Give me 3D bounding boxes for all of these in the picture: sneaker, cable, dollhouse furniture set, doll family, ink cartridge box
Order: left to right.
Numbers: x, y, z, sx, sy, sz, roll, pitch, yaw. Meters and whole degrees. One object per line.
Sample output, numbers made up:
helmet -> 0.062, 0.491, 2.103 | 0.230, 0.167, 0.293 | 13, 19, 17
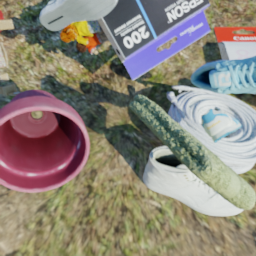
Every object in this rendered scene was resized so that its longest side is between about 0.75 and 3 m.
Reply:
dollhouse furniture set -> -3.463, -1.724, 7.262 | 0.854, 1.929, 1.000 | 11, 27, 37
sneaker -> -1.153, -2.893, 6.323 | 2.237, 0.817, 0.792 | -1, 65, 34
doll family -> -1.423, -3.246, 7.870 | 1.487, 1.079, 2.396 | -18, 85, 20
ink cartridge box -> 0.671, -3.095, 7.352 | 2.802, 2.828, 0.614 | -34, 25, -3
sneaker -> 1.794, 1.347, 7.107 | 2.846, 1.644, 1.048 | 14, 58, 8
cable -> 2.493, 0.044, 8.018 | 2.860, 0.990, 2.860 | 6, 44, -9
sneaker -> 1.885, -0.119, 5.724 | 0.579, 1.514, 0.611 | -36, 78, 21
sneaker -> 2.519, -1.132, 6.519 | 1.081, 2.639, 0.976 | -22, 104, -23
ink cartridge box -> 4.725, -3.106, 10.603 | 2.436, 0.855, 2.998 | 0, 61, 0

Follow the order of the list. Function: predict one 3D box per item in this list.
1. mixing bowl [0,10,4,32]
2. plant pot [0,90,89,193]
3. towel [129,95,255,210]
mixing bowl -> -5.525, -4.247, 11.004 | 0.924, 1.705, 1.705 | 3, 41, -53
plant pot -> -1.812, 0.072, 5.573 | 1.826, 1.826, 1.635 | -17, 33, -11
towel -> 1.069, 0.330, 5.038 | 0.452, 1.836, 2.475 | -48, 38, 7
